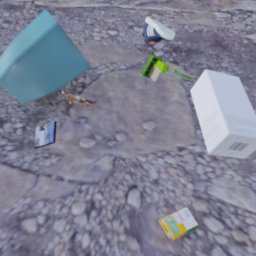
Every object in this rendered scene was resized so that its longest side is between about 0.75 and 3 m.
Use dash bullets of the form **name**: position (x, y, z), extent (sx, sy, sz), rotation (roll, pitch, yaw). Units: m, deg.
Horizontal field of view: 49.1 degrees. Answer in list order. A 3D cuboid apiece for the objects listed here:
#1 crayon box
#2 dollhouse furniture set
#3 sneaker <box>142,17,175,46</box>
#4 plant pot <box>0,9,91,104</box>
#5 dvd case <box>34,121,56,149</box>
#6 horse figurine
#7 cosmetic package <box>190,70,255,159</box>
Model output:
- **crayon box**: position (1.200, 2.334, 6.780), extent (0.814, 0.210, 0.512), rotation (-18, 48, -18)
- **dollhouse furniture set**: position (1.161, -1.514, 8.104), extent (1.264, 0.634, 0.828), rotation (10, 29, -36)
- **sneaker**: position (1.008, -3.273, 10.006), extent (0.738, 0.832, 1.970), rotation (14, 28, -23)
- **plant pot**: position (-3.058, -2.236, 9.571), extent (2.666, 1.884, 1.883), rotation (-39, 42, 1)
- **dvd case**: position (-2.315, 0.206, 7.803), extent (0.876, 0.077, 0.625), rotation (-16, 67, 34)
- **horse figurine**: position (-1.710, -0.955, 9.610), extent (1.170, 0.292, 0.775), rotation (9, 20, -38)
- **cosmetic package**: position (2.233, -0.350, 6.455), extent (1.033, 0.815, 1.920), rotation (10, 50, -17)
